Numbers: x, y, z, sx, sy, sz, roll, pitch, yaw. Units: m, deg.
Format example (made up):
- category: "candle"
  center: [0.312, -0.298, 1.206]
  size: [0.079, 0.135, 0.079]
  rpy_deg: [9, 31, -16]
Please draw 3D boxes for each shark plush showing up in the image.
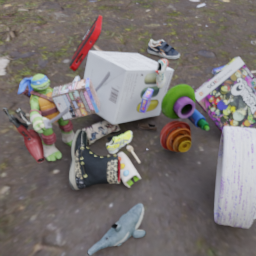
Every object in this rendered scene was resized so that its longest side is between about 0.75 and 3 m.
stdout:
- category: "shark plush"
  center: [-0.356, 2.778, 7.742]
  size: [1.870, 0.779, 0.850]
  rpy_deg: [-20, 46, -20]

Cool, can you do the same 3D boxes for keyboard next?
- category: "keyboard"
  center: [-0.459, 0.303, 10.915]
  size: [0.773, 0.080, 0.491]
  rpy_deg: [-18, 46, -19]

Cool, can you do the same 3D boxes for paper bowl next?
- category: "paper bowl"
  center: [3.216, 1.350, 7.740]
  size: [1.420, 2.731, 2.731]
  rpy_deg: [4, 43, 15]

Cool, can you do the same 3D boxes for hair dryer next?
- category: "hair dryer"
  center: [-2.969, 0.240, 8.035]
  size: [0.486, 1.788, 1.362]
  rpy_deg: [-33, 7, 2]

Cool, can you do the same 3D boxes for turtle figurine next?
- category: "turtle figurine"
  center: [-2.143, -0.244, 9.342]
  size: [2.995, 2.904, 2.155]
  rpy_deg: [3, 40, 4]

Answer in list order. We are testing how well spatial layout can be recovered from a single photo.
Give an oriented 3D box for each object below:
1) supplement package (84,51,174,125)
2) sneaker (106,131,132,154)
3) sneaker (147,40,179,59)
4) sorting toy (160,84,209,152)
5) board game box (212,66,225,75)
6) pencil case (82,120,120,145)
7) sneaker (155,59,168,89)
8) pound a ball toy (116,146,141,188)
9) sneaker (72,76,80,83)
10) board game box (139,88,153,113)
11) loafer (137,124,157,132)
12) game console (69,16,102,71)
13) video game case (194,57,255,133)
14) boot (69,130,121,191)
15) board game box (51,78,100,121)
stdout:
- category: "supplement package"
  center: [-0.055, -1.632, 10.827]
  size: [2.035, 2.050, 2.702]
  rpy_deg: [33, 30, 34]
- category: "sneaker"
  center: [-0.272, 0.420, 9.009]
  size: [0.985, 0.376, 0.372]
  rpy_deg: [-41, 34, -12]
- category: "sneaker"
  center: [1.951, -4.348, 15.430]
  size: [1.853, 0.736, 0.727]
  rpy_deg: [18, 45, 16]
- category: "sorting toy"
  center: [1.907, -0.143, 9.323]
  size: [1.496, 2.489, 1.022]
  rpy_deg: [-12, 37, -19]
- category: "board game box"
  center: [4.986, -2.703, 14.017]
  size: [1.105, 0.227, 1.102]
  rpy_deg: [-20, 47, -20]
- category: "pencil case"
  center: [-1.022, 0.097, 10.723]
  size: [1.428, 0.555, 0.639]
  rpy_deg: [-24, 93, -23]
- category: "sneaker"
  center: [1.087, -1.879, 9.798]
  size: [0.368, 1.047, 0.489]
  rpy_deg: [26, 30, 34]
- category: "pound a ball toy"
  center: [-0.026, 1.200, 9.341]
  size: [0.846, 0.551, 1.298]
  rpy_deg: [-39, 46, 4]
- category: "sneaker"
  center: [-1.968, -1.528, 10.116]
  size: [0.565, 0.395, 0.978]
  rpy_deg: [-17, 33, -4]
- category: "board game box"
  center: [0.591, -0.887, 9.061]
  size: [0.180, 0.540, 0.804]
  rpy_deg: [18, 30, 8]
- category: "loafer"
  center: [0.768, -0.072, 11.156]
  size: [0.811, 0.288, 0.296]
  rpy_deg: [7, 43, 7]
- category: "game console"
  center: [-1.689, -3.409, 11.367]
  size: [0.320, 2.063, 1.825]
  rpy_deg: [31, 34, -21]
- category: "video game case"
  center: [3.874, -1.007, 10.288]
  size: [2.129, 2.349, 0.421]
  rpy_deg: [-39, 5, 7]
- category: "boot"
  center: [-1.036, 0.966, 9.180]
  size: [1.606, 0.767, 2.126]
  rpy_deg: [-7, 57, 11]
- category: "board game box"
  center: [-1.678, -0.918, 9.140]
  size: [1.265, 1.009, 0.613]
  rpy_deg: [-14, 37, 6]
